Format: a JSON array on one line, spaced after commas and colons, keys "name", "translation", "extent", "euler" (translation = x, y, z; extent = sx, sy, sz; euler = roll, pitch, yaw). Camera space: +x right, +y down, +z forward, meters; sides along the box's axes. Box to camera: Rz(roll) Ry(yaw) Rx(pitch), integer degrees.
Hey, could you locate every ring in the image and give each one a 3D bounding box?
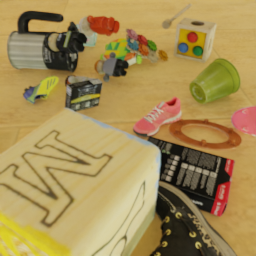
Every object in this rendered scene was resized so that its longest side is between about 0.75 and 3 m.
[{"name": "ring", "translation": [2.228, 0.105, 8.161], "extent": [2.092, 0.201, 2.092], "euler": [5, 23, -2]}]

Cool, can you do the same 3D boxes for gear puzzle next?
[{"name": "gear puzzle", "translation": [0.893, -3.370, 11.834], "extent": [2.300, 0.301, 1.191], "euler": [17, 57, -33]}]

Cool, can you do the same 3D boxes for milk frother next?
[{"name": "milk frother", "translation": [-3.303, -3.528, 11.901], "extent": [2.462, 2.363, 2.618], "euler": [5, 4, 5]}]

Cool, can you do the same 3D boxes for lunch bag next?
[{"name": "lunch bag", "translation": [-2.066, -4.391, 13.507], "extent": [1.073, 0.768, 1.260], "euler": [4, 50, 0]}]

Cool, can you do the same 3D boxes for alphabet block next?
[{"name": "alphabet block", "translation": [-1.032, 1.485, 5.427], "extent": [2.440, 2.427, 2.484], "euler": [21, 44, 25]}]

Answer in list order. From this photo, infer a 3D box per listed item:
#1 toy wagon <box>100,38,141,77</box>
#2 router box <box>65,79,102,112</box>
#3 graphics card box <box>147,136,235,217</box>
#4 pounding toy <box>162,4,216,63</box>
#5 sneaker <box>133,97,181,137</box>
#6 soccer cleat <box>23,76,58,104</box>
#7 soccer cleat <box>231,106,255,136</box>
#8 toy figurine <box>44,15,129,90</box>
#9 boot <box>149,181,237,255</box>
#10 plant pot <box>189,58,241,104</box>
[{"name": "toy wagon", "translation": [-0.292, -3.040, 11.890], "extent": [1.773, 0.452, 2.285], "euler": [5, 49, 15]}, {"name": "router box", "translation": [-1.432, -1.035, 9.016], "extent": [1.175, 0.924, 0.307], "euler": [-19, 48, -38]}, {"name": "graphics card box", "translation": [1.373, 1.151, 7.165], "extent": [2.383, 0.606, 1.495], "euler": [16, 43, 16]}, {"name": "pounding toy", "translation": [2.479, -4.199, 12.231], "extent": [2.379, 2.090, 1.089], "euler": [19, 44, 21]}, {"name": "sneaker", "translation": [0.911, -0.430, 8.822], "extent": [1.943, 0.843, 0.716], "euler": [-29, 48, -28]}, {"name": "soccer cleat", "translation": [-3.105, -1.378, 10.311], "extent": [0.684, 0.528, 1.635], "euler": [44, 46, 2]}, {"name": "soccer cleat", "translation": [4.672, -0.230, 8.716], "extent": [2.864, 0.955, 1.095], "euler": [-3, -1, 10]}, {"name": "toy figurine", "translation": [-1.434, -2.603, 10.080], "extent": [1.765, 2.497, 2.536], "euler": [14, 44, 39]}, {"name": "boot", "translation": [0.689, 2.374, 5.530], "extent": [1.960, 0.952, 2.602], "euler": [-24, 52, -26]}, {"name": "plant pot", "translation": [2.932, -1.533, 9.870], "extent": [1.341, 1.392, 1.392], "euler": [-31, 48, -15]}]
